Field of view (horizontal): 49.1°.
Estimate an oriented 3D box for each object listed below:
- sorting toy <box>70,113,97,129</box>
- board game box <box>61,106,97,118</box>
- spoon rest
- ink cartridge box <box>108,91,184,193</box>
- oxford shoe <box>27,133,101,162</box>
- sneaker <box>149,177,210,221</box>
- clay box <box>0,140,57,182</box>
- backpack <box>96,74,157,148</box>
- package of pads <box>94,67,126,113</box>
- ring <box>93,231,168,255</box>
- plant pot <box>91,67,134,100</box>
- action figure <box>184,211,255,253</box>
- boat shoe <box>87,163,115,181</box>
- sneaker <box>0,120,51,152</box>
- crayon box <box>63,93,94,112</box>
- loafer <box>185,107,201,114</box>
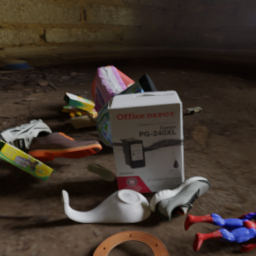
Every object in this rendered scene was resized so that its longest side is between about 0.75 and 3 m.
[{"bbox_3d":[-2.236,-0.369,13.491,1.071,0.192,1.437,-15,34,-25],"label":"sorting toy"},{"bbox_3d":[-2.450,-0.968,15.081,2.217,0.332,1.059,10,22,29],"label":"board game box"},{"bbox_3d":[-0.547,2.035,7.210,2.357,0.714,1.171,7,20,-20],"label":"spoon rest"},{"bbox_3d":[0.540,0.430,8.047,1.942,2.674,1.115,-5,21,4],"label":"ink cartridge box"},{"bbox_3d":[-2.194,0.550,9.541,2.580,0.936,0.918,-5,-22,7],"label":"oxford shoe"},{"bbox_3d":[1.491,1.911,7.421,1.907,0.705,0.756,-18,39,-28],"label":"sneaker"},{"bbox_3d":[-3.147,1.023,8.462,1.109,1.931,0.459,10,65,50],"label":"clay box"},{"bbox_3d":[0.040,-0.380,10.783,2.710,2.211,2.084,-22,35,16],"label":"backpack"},{"bbox_3d":[-0.829,-1.268,12.248,0.974,2.575,1.551,-15,62,-19],"label":"package of pads"},{"bbox_3d":[0.039,2.733,5.736,1.588,0.152,1.588,-5,23,2],"label":"ring"},{"bbox_3d":[-0.624,-2.087,15.638,1.959,2.214,2.214,29,34,31],"label":"plant pot"},{"bbox_3d":[2.591,2.312,6.349,2.600,0.672,0.850,0,27,-13],"label":"action figure"},{"bbox_3d":[-0.831,1.357,8.710,0.943,0.352,0.293,25,8,-5],"label":"boat shoe"},{"bbox_3d":[-3.955,0.462,10.528,1.025,0.858,2.316,33,49,31],"label":"sneaker"},{"bbox_3d":[-2.409,-1.255,14.260,1.575,0.406,0.990,15,13,-31],"label":"crayon box"},{"bbox_3d":[3.490,-0.856,14.803,0.906,0.341,0.316,-10,35,-12],"label":"loafer"}]
